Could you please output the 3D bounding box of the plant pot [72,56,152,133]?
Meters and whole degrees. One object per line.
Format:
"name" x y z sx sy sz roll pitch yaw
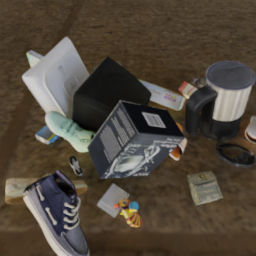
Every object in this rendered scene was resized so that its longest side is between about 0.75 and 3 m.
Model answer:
"plant pot" -0.535 -0.693 10.434 2.160 2.435 2.429 27 53 7

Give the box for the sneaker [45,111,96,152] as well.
"sneaker" -1.780 0.049 9.565 1.205 2.044 0.752 -11 44 42

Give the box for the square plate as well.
"square plate" -2.295 -1.569 10.850 0.420 2.924 2.952 -2 41 32

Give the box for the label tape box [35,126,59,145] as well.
"label tape box" -3.019 0.316 10.787 0.874 0.277 0.630 22 47 22

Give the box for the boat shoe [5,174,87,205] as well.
"boat shoe" -2.444 1.761 8.521 2.383 0.860 0.774 -3 56 -20

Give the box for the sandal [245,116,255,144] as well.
"sandal" 4.940 0.204 10.686 0.895 0.669 2.336 25 26 18

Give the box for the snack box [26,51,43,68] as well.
"snack box" -4.436 -3.180 14.048 1.379 0.980 0.365 30 52 28

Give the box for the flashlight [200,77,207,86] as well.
"flashlight" 3.924 -1.834 12.937 0.529 0.528 1.558 -24 47 -11

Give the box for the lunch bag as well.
"lunch bag" 2.360 1.831 8.742 0.789 0.566 0.962 -10 68 -11

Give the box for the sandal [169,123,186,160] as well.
"sandal" 1.838 0.361 10.344 0.697 0.522 1.820 37 42 -17

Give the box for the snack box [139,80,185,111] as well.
"snack box" 1.145 -1.423 11.607 2.344 0.621 1.667 22 10 12

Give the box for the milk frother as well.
"milk frother" 3.615 -0.393 9.787 2.763 2.599 2.494 34 59 31

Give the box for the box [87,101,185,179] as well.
"box" 0.219 0.443 8.657 2.096 2.061 1.299 6 45 -42

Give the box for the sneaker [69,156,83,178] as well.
"sneaker" -1.720 1.306 9.254 0.283 0.385 0.851 -23 53 -18

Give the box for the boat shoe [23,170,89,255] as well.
"boat shoe" -1.592 2.257 7.152 2.466 1.144 0.921 52 24 1

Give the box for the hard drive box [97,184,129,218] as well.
"hard drive box" -0.439 2.183 8.481 0.644 0.317 0.826 34 37 8

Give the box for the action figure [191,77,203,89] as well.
"action figure" 3.226 -1.955 12.823 0.269 0.505 0.776 -32 66 -7

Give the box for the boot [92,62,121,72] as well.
"boot" -0.950 -2.817 14.086 1.473 0.534 1.339 -13 46 -23

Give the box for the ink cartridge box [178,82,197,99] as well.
"ink cartridge box" 2.914 -1.330 11.968 0.491 0.847 1.455 -52 42 7

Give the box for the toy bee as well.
"toy bee" -0.078 2.335 8.111 0.650 0.783 1.196 -10 50 -30
